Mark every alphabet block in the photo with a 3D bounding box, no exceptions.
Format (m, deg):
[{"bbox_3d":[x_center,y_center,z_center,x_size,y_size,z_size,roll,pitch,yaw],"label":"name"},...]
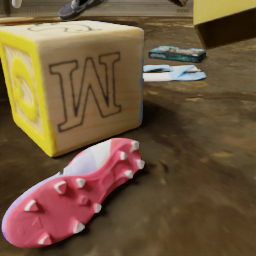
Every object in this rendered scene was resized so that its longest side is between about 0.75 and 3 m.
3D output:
[{"bbox_3d":[-1.297,-1.114,6.586,2.458,2.413,2.400,-20,31,-35],"label":"alphabet block"}]

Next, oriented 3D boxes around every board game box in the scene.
[{"bbox_3d":[2.526,-3.769,14.257,2.532,0.357,1.713,13,29,25],"label":"board game box"}]

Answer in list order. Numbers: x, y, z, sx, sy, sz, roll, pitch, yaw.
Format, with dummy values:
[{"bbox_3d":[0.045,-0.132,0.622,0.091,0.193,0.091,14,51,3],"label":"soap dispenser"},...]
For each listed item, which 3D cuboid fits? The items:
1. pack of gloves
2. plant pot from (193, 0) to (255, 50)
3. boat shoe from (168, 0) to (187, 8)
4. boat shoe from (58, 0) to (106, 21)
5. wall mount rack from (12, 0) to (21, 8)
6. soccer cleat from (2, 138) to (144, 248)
[{"bbox_3d":[1.800,-2.439,11.426,2.519,0.497,2.117,-2,27,-4],"label":"pack of gloves"},{"bbox_3d":[2.069,-2.634,5.909,1.271,1.309,1.279,-9,-12,24],"label":"plant pot"},{"bbox_3d":[0.722,-4.754,9.065,2.735,0.860,0.998,14,0,-15],"label":"boat shoe"},{"bbox_3d":[-1.372,-3.496,7.843,1.509,0.548,0.473,-15,-17,17],"label":"boat shoe"},{"bbox_3d":[-1.421,-2.032,3.408,2.254,0.967,2.594,-7,35,33],"label":"wall mount rack"},{"bbox_3d":[-0.802,0.893,4.456,1.020,0.890,2.668,-5,19,42],"label":"soccer cleat"}]
